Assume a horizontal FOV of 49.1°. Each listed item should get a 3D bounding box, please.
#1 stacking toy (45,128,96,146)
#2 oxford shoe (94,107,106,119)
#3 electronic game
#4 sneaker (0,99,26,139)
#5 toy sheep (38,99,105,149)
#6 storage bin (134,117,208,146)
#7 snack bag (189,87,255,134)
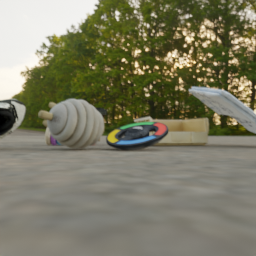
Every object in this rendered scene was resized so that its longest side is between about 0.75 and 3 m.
[{"bbox_3d":[-1.960,0.344,9.833,1.753,0.748,0.748,8,-2,-2],"label":"stacking toy"},{"bbox_3d":[-1.405,-0.257,10.031,0.817,0.949,2.248,2,-4,-30],"label":"oxford shoe"},{"bbox_3d":[0.228,0.164,7.249,1.633,0.340,1.633,-11,17,3],"label":"electronic game"},{"bbox_3d":[-3.316,-0.148,7.301,1.216,1.049,2.773,-10,17,17],"label":"sneaker"},{"bbox_3d":[-1.395,-0.115,7.121,1.389,1.389,2.014,-1,-7,42],"label":"toy sheep"},{"bbox_3d":[1.498,0.136,10.198,2.104,0.986,2.089,1,-2,-14],"label":"storage bin"},{"bbox_3d":[3.426,-0.401,8.850,2.853,0.305,2.690,33,5,-10],"label":"snack bag"}]
